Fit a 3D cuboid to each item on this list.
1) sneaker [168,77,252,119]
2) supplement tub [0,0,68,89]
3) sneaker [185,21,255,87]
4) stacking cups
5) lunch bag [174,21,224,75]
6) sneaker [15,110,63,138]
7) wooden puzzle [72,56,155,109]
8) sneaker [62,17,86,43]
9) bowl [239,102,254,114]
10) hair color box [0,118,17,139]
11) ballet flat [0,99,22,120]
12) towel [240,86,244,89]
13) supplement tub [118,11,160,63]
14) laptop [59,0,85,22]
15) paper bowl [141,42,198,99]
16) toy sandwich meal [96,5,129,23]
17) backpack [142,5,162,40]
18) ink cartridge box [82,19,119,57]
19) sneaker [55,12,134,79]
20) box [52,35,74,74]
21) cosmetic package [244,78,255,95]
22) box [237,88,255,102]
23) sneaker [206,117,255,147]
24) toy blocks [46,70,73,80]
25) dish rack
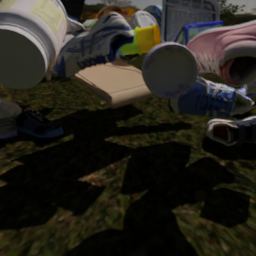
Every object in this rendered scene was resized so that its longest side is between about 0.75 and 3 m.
[{"bbox_3d":[2.220,-0.790,7.459,2.808,1.063,1.081,-6,20,-37],"label":"sneaker"},{"bbox_3d":[-3.035,-2.719,8.295,2.114,2.114,2.916,0,44,0],"label":"supplement tub"},{"bbox_3d":[2.097,-1.583,6.448,2.573,0.968,1.345,-1,49,51],"label":"sneaker"},{"bbox_3d":[-0.450,-2.484,8.339,2.729,0.826,0.826,-3,22,16],"label":"stacking cups"},{"bbox_3d":[2.242,-2.578,9.110,1.465,1.723,1.098,-16,49,-21],"label":"lunch bag"},{"bbox_3d":[-3.102,-0.197,9.498,1.955,0.762,0.686,9,25,21],"label":"sneaker"},{"bbox_3d":[-0.472,-1.585,9.226,2.424,0.488,2.621,-21,49,-38],"label":"wooden puzzle"},{"bbox_3d":[-2.347,-3.585,10.583,0.723,1.113,1.928,-13,-20,32],"label":"sneaker"},{"bbox_3d":[4.527,-0.889,11.577,1.036,0.387,1.038,-21,32,-40],"label":"bowl"},{"bbox_3d":[-4.879,-0.318,9.790,1.307,0.775,2.391,-15,26,-31],"label":"hair color box"},{"bbox_3d":[-4.757,-0.648,8.751,2.608,0.936,0.936,-5,24,-5],"label":"ballet flat"},{"bbox_3d":[7.251,-2.280,14.939,2.512,0.294,1.916,7,25,14],"label":"towel"},{"bbox_3d":[0.191,-3.704,11.768,1.324,1.324,2.161,-23,-7,-42],"label":"supplement tub"},{"bbox_3d":[-3.003,-5.828,13.758,1.299,1.466,0.757,24,29,-3],"label":"laptop"},{"bbox_3d":[0.899,-1.291,6.273,1.203,1.203,0.626,-2,22,-4],"label":"paper bowl"},{"bbox_3d":[-0.655,-4.494,11.918,1.513,1.513,0.518,-12,50,-25],"label":"toy sandwich meal"},{"bbox_3d":[1.171,-4.822,12.973,1.409,1.540,1.131,-18,7,40],"label":"backpack"},{"bbox_3d":[-0.909,-3.457,11.613,1.517,2.085,0.500,19,62,47],"label":"ink cartridge box"},{"bbox_3d":[-0.899,-2.067,7.558,1.044,2.368,0.891,50,4,20],"label":"sneaker"},{"bbox_3d":[-2.680,-3.298,12.059,0.481,1.231,2.019,38,56,11],"label":"box"},{"bbox_3d":[3.378,-1.409,7.357,0.686,0.820,0.682,-12,-13,18],"label":"cosmetic package"},{"bbox_3d":[5.377,-1.461,12.647,1.811,0.582,0.635,-19,30,-36],"label":"box"},{"bbox_3d":[3.508,0.148,8.657,2.134,0.837,0.847,-3,17,20],"label":"sneaker"},{"bbox_3d":[-4.305,-3.939,17.039,1.808,1.629,1.935,-8,25,-16],"label":"toy blocks"},{"bbox_3d":[2.526,-4.261,11.685,2.506,2.920,0.636,8,-20,-8],"label":"dish rack"}]
